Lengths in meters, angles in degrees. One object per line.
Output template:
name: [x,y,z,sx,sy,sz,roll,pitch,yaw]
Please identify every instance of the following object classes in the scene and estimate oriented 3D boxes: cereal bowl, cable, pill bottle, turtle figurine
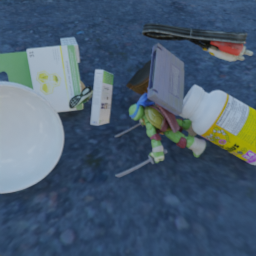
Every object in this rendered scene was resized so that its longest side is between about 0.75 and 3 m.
cereal bowl: [-2.935,0.146,6.655,2.650,2.650,1.104,-14,24,-16]
cable: [1.706,-2.081,6.837,2.702,0.680,1.312,5,10,-7]
pill bottle: [2.694,-0.142,7.668,2.569,1.339,1.339,30,44,1]
turtle figurine: [0.873,0.265,8.152,2.304,2.376,1.710,16,9,-15]

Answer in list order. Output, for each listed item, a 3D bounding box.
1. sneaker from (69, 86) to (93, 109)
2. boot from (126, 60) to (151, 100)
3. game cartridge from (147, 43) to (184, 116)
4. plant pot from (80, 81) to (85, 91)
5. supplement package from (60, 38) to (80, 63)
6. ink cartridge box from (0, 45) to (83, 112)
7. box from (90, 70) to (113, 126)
sneaker: [-1.451,-0.894,8.984,0.990,0.439,0.381,-35,57,10]
boot: [0.665,-1.453,9.021,0.982,2.603,0.958,39,87,-8]
game cartridge: [1.015,-1.254,7.300,0.327,1.104,1.704,-21,50,42]
plant pot: [-1.991,-1.419,10.065,0.890,0.597,0.890,1,82,-7]
supplement package: [-2.629,-3.488,12.670,0.666,0.866,0.905,-11,41,-13]
ink cartridge box: [-3.064,-1.506,9.219,2.920,2.125,0.700,-7,13,-6]
box: [-0.754,-0.874,8.232,0.280,1.543,1.114,8,6,11]
